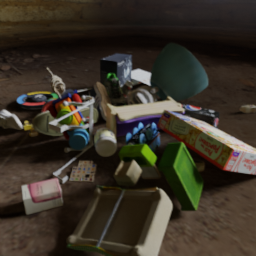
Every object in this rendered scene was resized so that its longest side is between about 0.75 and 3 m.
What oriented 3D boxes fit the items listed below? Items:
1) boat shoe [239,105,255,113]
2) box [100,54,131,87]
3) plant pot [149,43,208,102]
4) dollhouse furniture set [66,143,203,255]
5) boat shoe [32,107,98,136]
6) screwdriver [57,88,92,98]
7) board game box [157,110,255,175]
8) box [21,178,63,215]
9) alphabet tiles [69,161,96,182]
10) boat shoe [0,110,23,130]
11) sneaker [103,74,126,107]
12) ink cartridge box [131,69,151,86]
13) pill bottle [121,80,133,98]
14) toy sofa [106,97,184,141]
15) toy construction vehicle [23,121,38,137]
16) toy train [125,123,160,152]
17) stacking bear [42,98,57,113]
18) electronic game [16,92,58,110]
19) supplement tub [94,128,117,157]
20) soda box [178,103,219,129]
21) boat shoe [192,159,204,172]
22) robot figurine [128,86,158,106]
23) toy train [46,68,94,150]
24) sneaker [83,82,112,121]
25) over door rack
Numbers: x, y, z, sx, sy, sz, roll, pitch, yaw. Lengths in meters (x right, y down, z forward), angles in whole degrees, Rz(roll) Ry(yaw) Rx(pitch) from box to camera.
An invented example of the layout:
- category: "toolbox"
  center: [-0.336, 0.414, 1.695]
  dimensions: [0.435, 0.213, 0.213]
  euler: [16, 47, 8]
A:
- category: "boat shoe"
  center: [5.424, -0.869, 12.626]
  dimensions: [0.953, 0.342, 0.284]
  euler: [-1, 20, -11]
- category: "box"
  center: [-0.642, -2.944, 15.207]
  dimensions: [1.064, 1.812, 1.782]
  euler: [12, 29, 22]
- category: "plant pot"
  center: [2.046, -2.261, 12.940]
  dimensions: [1.807, 2.684, 2.684]
  euler: [-43, 36, -5]
- category: "dollhouse furniture set"
  center: [0.312, 1.906, 6.530]
  dimensions: [1.960, 1.501, 2.991]
  euler: [-8, 36, 35]
- category: "boat shoe"
  center: [-2.491, -0.312, 10.833]
  dimensions: [2.634, 0.984, 0.901]
  euler: [-9, 16, -38]
- category: "screwdriver"
  center: [-2.313, -1.812, 13.475]
  dimensions: [0.368, 0.384, 2.639]
  euler: [32, 36, 24]
- category: "board game box"
  center: [2.549, 0.408, 8.560]
  dimensions: [2.120, 0.648, 2.799]
  euler: [13, 15, -37]
- category: "box"
  center: [-2.168, 1.713, 7.070]
  dimensions: [0.913, 0.497, 0.584]
  euler: [-10, 28, -20]
- category: "alphabet tiles"
  center: [-1.324, 1.280, 8.331]
  dimensions: [0.693, 0.031, 0.829]
  euler: [1, 37, 3]
- category: "boat shoe"
  center: [-4.786, -0.246, 11.066]
  dimensions: [1.772, 0.638, 0.607]
  euler: [26, 52, 37]
- category: "sneaker"
  center: [-0.753, -1.734, 13.288]
  dimensions: [0.993, 1.084, 2.545]
  euler: [-5, 38, -19]
- category: "ink cartridge box"
  center: [0.914, -2.807, 16.597]
  dimensions: [2.227, 0.558, 1.806]
  euler: [28, 36, 30]
- category: "pill bottle"
  center: [-0.105, -1.927, 13.751]
  dimensions: [0.449, 0.788, 0.449]
  euler: [31, 10, -6]
- category: "toy sofa"
  center: [0.625, -0.270, 10.414]
  dimensions: [2.783, 1.152, 1.358]
  euler: [-9, 31, -19]
- category: "toy construction vehicle"
  center: [-3.572, -0.070, 10.909]
  dimensions: [0.918, 0.372, 1.055]
  euler: [-12, 28, -24]
- category: "toy train"
  center: [0.488, 0.461, 9.133]
  dimensions: [0.721, 0.950, 1.663]
  euler: [1, 23, 29]
- category: "stacking bear"
  center: [-3.173, -0.862, 12.026]
  dimensions: [0.951, 1.015, 1.672]
  euler: [-12, 19, -9]
- category: "electronic game"
  center: [-4.357, -1.371, 13.544]
  dimensions: [2.029, 0.422, 2.029]
  euler: [0, 25, 0]
- category: "supplement tub"
  center: [-0.776, 0.451, 9.413]
  dimensions: [0.704, 0.704, 0.971]
  euler: [-4, 25, -9]
- category: "soda box"
  center: [2.537, -0.445, 11.261]
  dimensions: [2.058, 0.728, 0.652]
  euler: [17, 30, 31]
- category: "boat shoe"
  center: [1.888, 1.035, 8.681]
  dimensions: [1.017, 0.320, 0.371]
  euler: [23, 34, 39]
- category: "robot figurine"
  center: [0.648, -1.272, 12.409]
  dimensions: [1.595, 1.062, 1.881]
  euler: [-33, 4, 26]
- category: "toy train"
  center: [-2.110, -0.602, 9.209]
  dimensions: [1.139, 2.691, 1.557]
  euler: [-26, 23, 0]
- category: "sneaker"
  center: [-1.330, -0.902, 12.141]
  dimensions: [0.715, 1.106, 2.039]
  euler: [21, 41, -46]
- category: "over door rack"
  center: [-1.794, 0.199, 8.653]
  dimensions: [0.820, 1.820, 2.463]
  euler: [10, 27, 12]
